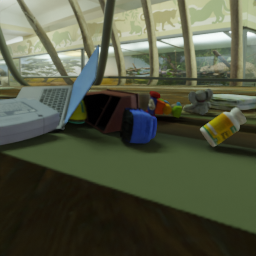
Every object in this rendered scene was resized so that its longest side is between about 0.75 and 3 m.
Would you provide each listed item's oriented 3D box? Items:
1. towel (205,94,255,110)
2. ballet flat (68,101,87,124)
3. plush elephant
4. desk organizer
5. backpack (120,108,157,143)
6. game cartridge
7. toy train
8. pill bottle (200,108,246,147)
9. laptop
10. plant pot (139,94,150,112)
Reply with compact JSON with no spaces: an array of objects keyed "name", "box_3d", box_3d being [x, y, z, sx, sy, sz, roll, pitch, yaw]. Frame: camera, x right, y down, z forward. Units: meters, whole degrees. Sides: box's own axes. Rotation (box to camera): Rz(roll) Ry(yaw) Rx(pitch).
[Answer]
[{"name":"towel","box_3d":[5.233,-1.293,14.087,2.570,0.619,2.200,-8,16,-38]},{"name":"ballet flat","box_3d":[-2.482,-0.770,10.296,2.775,0.930,0.927,10,15,43]},{"name":"plush elephant","box_3d":[3.084,-1.178,12.135,1.119,1.052,1.359,-1,11,-4]},{"name":"desk organizer","box_3d":[-0.719,-0.634,9.205,1.137,1.059,2.954,-9,13,-20]},{"name":"backpack","box_3d":[0.279,-0.070,6.859,0.853,0.826,1.016,1,10,-10]},{"name":"game cartridge","box_3d":[-3.364,-0.175,7.154,1.928,0.585,2.892,22,25,40]},{"name":"toy train","box_3d":[1.353,-0.689,10.242,1.338,0.978,2.312,14,11,0]},{"name":"pill bottle","box_3d":[2.170,-0.032,6.367,0.931,0.525,0.525,-36,7,8]},{"name":"laptop","box_3d":[-2.314,-1.312,8.625,2.878,1.668,2.694,-2,35,-2]},{"name":"plant pot","box_3d":[0.738,-1.183,12.938,0.901,0.782,0.901,0,9,0]}]
